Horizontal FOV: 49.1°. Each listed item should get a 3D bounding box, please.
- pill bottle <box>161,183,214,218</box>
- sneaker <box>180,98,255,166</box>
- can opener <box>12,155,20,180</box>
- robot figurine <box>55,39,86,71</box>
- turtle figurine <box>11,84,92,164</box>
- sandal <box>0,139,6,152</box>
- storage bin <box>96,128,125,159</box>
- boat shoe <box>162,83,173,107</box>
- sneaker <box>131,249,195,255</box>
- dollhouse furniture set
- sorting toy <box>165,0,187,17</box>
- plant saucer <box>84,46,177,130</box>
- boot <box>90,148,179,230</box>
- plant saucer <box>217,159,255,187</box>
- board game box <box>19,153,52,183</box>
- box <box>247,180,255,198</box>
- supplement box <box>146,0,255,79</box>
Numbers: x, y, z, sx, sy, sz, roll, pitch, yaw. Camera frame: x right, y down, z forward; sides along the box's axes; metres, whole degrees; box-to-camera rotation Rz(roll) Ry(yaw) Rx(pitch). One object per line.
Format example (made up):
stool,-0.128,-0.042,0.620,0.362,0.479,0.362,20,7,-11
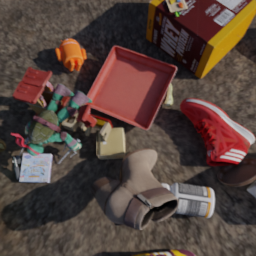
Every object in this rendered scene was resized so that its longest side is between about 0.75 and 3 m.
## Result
pill bottle,1.703,2.129,8.352,1.536,0.894,0.894,8,68,3
sneaker,2.626,0.232,9.047,2.663,1.043,1.538,31,70,11
can opener,-3.511,1.270,8.887,0.259,0.205,0.780,-11,106,-34
robot figurine,-2.138,-2.752,10.456,0.953,0.773,1.325,-23,67,8
turtle figurine,-2.387,0.017,8.783,2.064,1.388,2.758,28,80,12
sandal,-4.966,0.393,9.259,1.903,0.764,0.514,4,46,6
storage bin,-0.572,0.524,9.280,0.924,0.436,0.930,-3,68,-1
boat shoe,1.305,-1.311,9.984,0.432,0.372,1.184,-18,62,33
sneaker,0.860,3.786,7.603,2.203,0.993,0.826,-8,68,-3
dollhouse furniture set,-1.933,-0.756,8.979,2.922,1.572,1.188,16,68,17
sorting toy,1.653,-4.038,9.321,0.624,0.124,0.844,-13,67,-5
plant saucer,0.093,-1.397,9.848,2.502,0.460,2.507,23,77,14
boot,0.473,1.625,7.692,2.922,1.026,2.137,-29,33,-35
plant saucer,3.430,1.399,8.582,1.338,1.338,0.230,-30,104,-12
board game box,-2.969,1.297,9.034,0.920,0.189,0.918,2,73,-1
box,4.942,1.711,8.451,1.943,1.033,1.479,-38,72,-15
supplement box,2.628,-3.929,10.355,2.792,1.854,2.754,42,73,16
